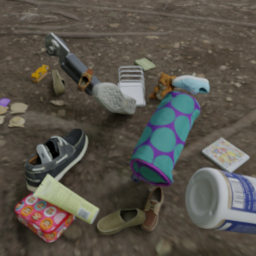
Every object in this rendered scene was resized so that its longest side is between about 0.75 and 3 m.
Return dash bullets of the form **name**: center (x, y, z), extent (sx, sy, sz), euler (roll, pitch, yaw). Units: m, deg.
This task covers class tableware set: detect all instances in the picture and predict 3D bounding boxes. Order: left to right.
- **tableware set**: center (-4.899, -0.518, 11.369), extent (1.444, 0.201, 1.729), euler (0, 38, -10)

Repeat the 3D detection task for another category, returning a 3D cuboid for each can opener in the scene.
- **can opener**: center (-2.191, -2.658, 11.364), extent (2.992, 0.798, 1.000), euler (46, 40, 1)

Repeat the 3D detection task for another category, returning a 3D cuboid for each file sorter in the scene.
- **file sorter**: center (0.125, -1.855, 12.284), extent (1.164, 1.045, 1.678), euler (-1, 42, -1)

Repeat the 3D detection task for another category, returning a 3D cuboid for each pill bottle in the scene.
- **pill bottle**: center (2.531, 1.695, 6.261), extent (2.251, 1.250, 1.250), euler (15, 38, -21)

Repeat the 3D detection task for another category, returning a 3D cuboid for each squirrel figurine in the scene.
- **squirrel figurine**: center (1.642, -1.855, 12.137), extent (0.929, 1.225, 1.312), euler (33, 52, 31)

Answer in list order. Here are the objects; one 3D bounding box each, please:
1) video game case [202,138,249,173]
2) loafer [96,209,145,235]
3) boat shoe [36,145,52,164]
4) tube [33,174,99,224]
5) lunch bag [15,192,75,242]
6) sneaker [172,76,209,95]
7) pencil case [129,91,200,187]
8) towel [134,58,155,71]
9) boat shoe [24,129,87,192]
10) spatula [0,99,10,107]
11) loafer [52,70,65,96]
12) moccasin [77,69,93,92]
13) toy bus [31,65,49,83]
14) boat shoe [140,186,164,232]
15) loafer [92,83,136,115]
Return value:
- **video game case**: center (3.421, 0.951, 9.871), extent (1.108, 0.139, 1.217), euler (-28, 49, -28)
- **loafer**: center (-0.240, 2.522, 7.757), extent (1.414, 0.477, 0.538), euler (-20, 43, 0)
- **boat shoe**: center (-2.459, 0.938, 8.539), extent (0.341, 0.307, 0.965), euler (-32, 71, 20)
- **tube**: center (-1.640, 1.956, 7.583), extent (1.759, 0.457, 0.510), euler (27, 26, 8)
- **lunch bag**: center (-2.282, 2.361, 8.019), extent (1.512, 0.619, 1.331), euler (23, 42, 24)
- **sneaker**: center (1.902, -1.244, 8.387), extent (1.182, 0.437, 0.484), euler (1, 59, -10)
- **pencil case**: center (1.108, 0.272, 7.993), extent (1.235, 1.341, 2.901), euler (-9, 40, 43)
- **towel**: center (0.865, -3.288, 14.484), extent (0.750, 0.184, 1.011), euler (-23, 47, -24)
- **boat shoe**: center (-2.219, 0.749, 9.084), extent (1.076, 1.013, 2.996), euler (4, 30, 22)
- **spatula**: center (-5.565, -0.704, 11.672), extent (0.444, 0.161, 1.570), euler (14, 45, 15)
- **loafer**: center (-3.198, -2.094, 12.922), extent (0.532, 0.600, 1.578), euler (-9, 53, -11)
- **moccasin**: center (-1.485, -1.715, 9.770), extent (0.362, 0.382, 0.989), euler (33, 56, -5)
- **toy bus**: center (-4.258, -2.645, 13.611), extent (0.338, 0.406, 1.037), euler (13, 44, 17)
- **boat shoe**: center (0.689, 2.292, 8.126), extent (0.535, 0.507, 1.412), euler (11, 44, 12)
- **loafer**: center (-0.622, -1.037, 10.491), extent (0.996, 2.855, 0.998), euler (11, 85, 24)
